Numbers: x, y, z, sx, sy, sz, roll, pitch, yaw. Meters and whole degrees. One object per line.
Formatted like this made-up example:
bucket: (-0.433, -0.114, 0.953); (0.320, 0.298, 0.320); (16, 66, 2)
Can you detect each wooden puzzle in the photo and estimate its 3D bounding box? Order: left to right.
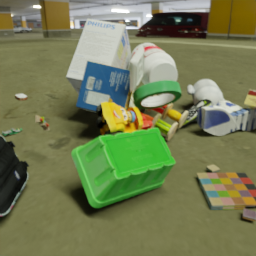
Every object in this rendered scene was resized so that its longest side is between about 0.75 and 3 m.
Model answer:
wooden puzzle: (2.817, 1.731, 7.768); (1.480, 0.175, 2.496); (-1, 23, -1)

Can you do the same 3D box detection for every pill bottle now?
pill bottle: (1.150, -2.723, 12.598); (1.623, 1.623, 2.892); (-5, 29, -11)

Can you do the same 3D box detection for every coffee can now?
coffee can: (-0.241, -0.917, 12.427); (1.784, 1.306, 1.306); (-19, 30, -38)

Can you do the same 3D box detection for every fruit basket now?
fruit basket: (-0.345, 1.080, 7.803); (2.658, 2.658, 1.917); (-13, 66, -28)

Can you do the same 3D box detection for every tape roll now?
tape roll: (1.067, -1.203, 10.444); (1.796, 0.432, 1.796); (-10, -15, -3)

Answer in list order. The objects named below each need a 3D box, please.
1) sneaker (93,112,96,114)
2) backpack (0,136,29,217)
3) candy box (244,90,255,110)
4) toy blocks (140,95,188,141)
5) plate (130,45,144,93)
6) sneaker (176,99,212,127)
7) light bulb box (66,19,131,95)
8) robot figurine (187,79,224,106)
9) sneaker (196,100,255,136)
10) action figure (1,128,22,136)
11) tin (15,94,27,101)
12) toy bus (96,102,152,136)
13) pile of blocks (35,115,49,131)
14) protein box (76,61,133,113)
sneaker: (-1.162, -0.850, 13.449); (1.107, 0.426, 0.471); (16, 24, 31)
backpack: (-3.506, 1.313, 6.853); (1.455, 1.715, 1.932); (-21, 25, 5)
candy box: (6.062, -0.855, 11.858); (1.411, 0.676, 2.444); (23, 6, 41)
toy blocks: (1.081, -0.589, 11.353); (2.199, 0.798, 1.833); (30, 42, 19)
plate: (0.348, -2.082, 9.877); (0.206, 1.276, 1.273); (13, 44, 14)
sneaker: (2.958, -0.490, 12.290); (1.933, 0.782, 0.714); (-31, 32, -17)
light bulb box: (-1.194, -2.879, 13.175); (1.856, 2.974, 2.948); (14, -15, 10)
robot figurine: (3.884, -1.573, 13.867); (2.060, 1.372, 2.430); (17, 24, 1)
sneaker: (3.975, -0.482, 11.909); (2.829, 1.143, 1.634); (-1, 19, -21)
action figure: (-4.715, 0.141, 11.433); (0.768, 0.210, 0.453); (-14, 24, -37)
tin: (-6.017, -1.732, 15.775); (0.525, 0.196, 0.937); (-15, 27, -40)
toy bus: (-0.067, -0.100, 9.296); (1.805, 1.880, 1.276); (-14, 63, -11)
pile of blocks: (-2.652, -0.165, 8.849); (0.234, 0.754, 0.310); (-5, 60, 10)
protein box: (-0.785, -1.389, 10.636); (1.779, 1.766, 1.200); (14, 0, 5)
